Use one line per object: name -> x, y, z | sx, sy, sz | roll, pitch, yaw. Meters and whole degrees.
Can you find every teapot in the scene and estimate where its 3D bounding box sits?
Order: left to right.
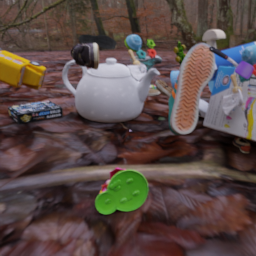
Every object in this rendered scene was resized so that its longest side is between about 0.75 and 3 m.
teapot -> -0.768, -1.615, 10.925 | 2.936, 2.144, 2.898 | -10, 25, -25

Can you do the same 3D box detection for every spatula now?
spatula -> 2.516, -1.656, 6.890 | 1.219, 0.344, 0.125 | 33, 8, 0

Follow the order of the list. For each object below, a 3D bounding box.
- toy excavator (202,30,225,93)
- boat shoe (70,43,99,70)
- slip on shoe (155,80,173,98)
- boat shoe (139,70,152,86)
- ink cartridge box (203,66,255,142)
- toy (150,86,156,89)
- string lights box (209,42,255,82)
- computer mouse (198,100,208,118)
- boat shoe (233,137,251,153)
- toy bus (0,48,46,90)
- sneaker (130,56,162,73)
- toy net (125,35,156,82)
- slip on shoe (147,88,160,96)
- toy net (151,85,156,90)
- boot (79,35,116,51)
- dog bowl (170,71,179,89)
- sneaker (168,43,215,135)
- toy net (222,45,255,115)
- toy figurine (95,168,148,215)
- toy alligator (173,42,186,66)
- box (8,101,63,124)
toy excavator -> 3.579, -2.146, 10.525 | 1.302, 2.535, 2.607 | -12, 36, -31
boat shoe -> -1.345, -2.186, 8.499 | 0.690, 0.766, 2.129 | -4, 19, -17
slip on shoe -> 1.441, -1.363, 10.586 | 0.445, 0.354, 1.170 | -20, 51, -35
boat shoe -> 0.661, -2.039, 10.910 | 0.367, 0.970, 0.348 | -44, 36, -6
ink cartridge box -> 3.830, -0.529, 7.764 | 1.837, 1.870, 2.540 | 8, 9, -39
toy -> 1.052, -2.312, 16.058 | 1.048, 0.247, 0.603 | 10, 19, 41
string lights box -> 3.249, -2.065, 8.809 | 1.899, 0.560, 0.976 | -15, -14, -1
computer mouse -> 2.935, -0.737, 10.610 | 2.628, 0.577, 1.441 | 18, 22, 33
boat shoe -> 3.279, 0.431, 8.078 | 0.324, 0.285, 0.911 | -1, 18, 3
toy bus -> -3.764, -1.862, 8.457 | 2.343, 0.762, 0.917 | 22, 21, -2
sneaker -> 0.641, -2.154, 9.615 | 1.207, 0.550, 0.468 | -10, -4, -24
toy net -> 0.378, -2.219, 9.182 | 1.040, 1.983, 0.383 | 18, -31, -24
slip on shoe -> 0.901, -2.016, 14.840 | 1.590, 0.482, 0.605 | 5, 20, 13
toy net -> 1.823, -2.325, 16.209 | 1.086, 0.210, 0.570 | 0, 16, -4
boot -> -1.129, -3.118, 10.883 | 1.424, 0.552, 0.985 | 15, -18, 6
dog bowl -> 1.649, -1.428, 8.619 | 0.286, 0.644, 1.155 | -9, -1, 29
sneaker -> 1.602, -1.045, 7.716 | 0.907, 2.541, 1.015 | 19, -4, -7
toy net -> 2.999, -1.168, 7.102 | 0.365, 1.891, 0.992 | 10, 15, -24
toy figurine -> -0.227, 1.188, 5.615 | 1.055, 0.792, 0.971 | -30, 11, -9
toy alligator -> 1.848, -2.429, 9.867 | 0.402, 1.213, 0.291 | -23, 23, -20
box -> -3.634, -0.638, 10.974 | 1.742, 0.401, 1.384 | -13, 23, -33
